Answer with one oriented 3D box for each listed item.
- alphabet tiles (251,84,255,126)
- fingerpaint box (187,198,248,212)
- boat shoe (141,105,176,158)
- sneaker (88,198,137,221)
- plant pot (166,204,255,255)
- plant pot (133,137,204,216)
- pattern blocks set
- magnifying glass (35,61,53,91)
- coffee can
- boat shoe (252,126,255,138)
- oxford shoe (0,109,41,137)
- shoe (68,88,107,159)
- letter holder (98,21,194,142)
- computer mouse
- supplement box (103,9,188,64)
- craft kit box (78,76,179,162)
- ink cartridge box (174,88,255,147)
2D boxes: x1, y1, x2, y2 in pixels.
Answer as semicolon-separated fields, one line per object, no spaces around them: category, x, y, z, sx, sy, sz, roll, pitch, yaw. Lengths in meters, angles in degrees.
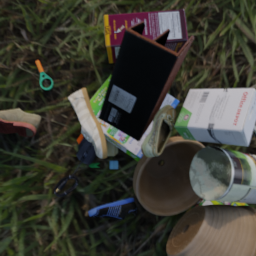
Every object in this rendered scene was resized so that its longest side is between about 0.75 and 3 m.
alphabet tiles;4.268;-0.553;6.695;0.083;2.631;2.189;-18;73;-44
fingerpaint box;3.256;3.489;9.333;2.647;0.971;2.208;42;79;5
boat shoe;0.884;0.075;7.001;0.578;0.494;1.577;43;62;-31
sneaker;-0.520;2.929;9.674;1.676;0.588;0.653;-14;75;-3
plant pot;1.937;2.912;6.922;1.376;2.980;2.980;41;84;0
plant pot;1.332;1.428;9.289;2.729;1.260;2.729;-7;112;-17
pattern blocks set;-0.902;0.434;10.226;1.877;0.173;2.135;9;82;1
magnifying glass;-3.217;-1.983;10.589;0.487;0.137;1.224;-24;82;-3
coffee can;2.574;1.193;6.863;1.732;1.268;1.268;12;81;-31
boat shoe;4.315;0.335;8.933;0.348;0.342;0.965;-19;51;-3
oxford shoe;-4.280;-0.303;10.164;2.294;0.808;0.858;14;53;5
shoe;-0.925;-0.077;6.430;0.485;0.636;1.818;-17;66;-12
letter holder;0.498;-1.351;7.566;1.346;2.677;1.903;30;40;9
computer mouse;-1.720;1.252;9.799;0.793;0.461;2.706;32;84;3
supplement box;0.583;-3.231;10.046;2.767;1.527;1.185;-5;82;-1
craft kit box;0.036;-0.605;9.924;2.587;0.636;2.620;36;71;2
ink cartridge box;2.135;-0.283;6.716;1.655;0.698;1.209;7;60;41
